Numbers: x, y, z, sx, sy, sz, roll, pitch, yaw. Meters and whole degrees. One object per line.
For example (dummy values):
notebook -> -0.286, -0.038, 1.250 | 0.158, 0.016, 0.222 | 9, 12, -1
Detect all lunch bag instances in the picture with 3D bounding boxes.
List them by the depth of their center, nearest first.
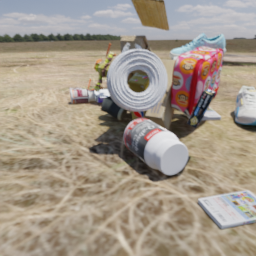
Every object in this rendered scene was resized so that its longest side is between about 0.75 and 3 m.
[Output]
lunch bag -> 2.447, -1.561, 9.981 | 1.076, 2.313, 2.626 | 20, 34, 29

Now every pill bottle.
pill bottle -> 0.709, 0.470, 7.469 | 1.047, 1.047, 1.807 | -10, 23, -26
pill bottle -> -2.258, -1.576, 13.903 | 1.175, 0.671, 0.671 | -5, 20, -14

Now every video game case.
video game case -> 2.177, 1.619, 5.650 | 1.238, 0.112, 0.886 | -5, 20, -15
video game case -> 3.089, -0.662, 12.082 | 1.262, 0.159, 1.762 | -1, 20, -2

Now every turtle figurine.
turtle figurine -> -0.844, -2.767, 13.274 | 2.070, 2.567, 0.827 | 23, -7, 22

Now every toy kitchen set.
toy kitchen set -> 0.275, -1.622, 10.060 | 2.719, 2.453, 2.218 | 10, -22, 26

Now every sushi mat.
sushi mat -> 0.729, -3.507, 8.667 | 0.999, 0.126, 2.088 | 17, 2, 13

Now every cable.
cable -> 0.281, -1.332, 7.968 | 1.776, 1.776, 0.615 | 35, -1, -12

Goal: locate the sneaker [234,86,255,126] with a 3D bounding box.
sneaker -> 4.844, -0.867, 11.113 | 1.128, 1.191, 2.948 | 4, 21, 8

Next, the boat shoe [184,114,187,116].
boat shoe -> 2.723, -0.855, 11.720 | 0.497, 0.468, 1.385 | 9, 20, 29

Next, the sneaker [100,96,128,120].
sneaker -> -0.303, -1.266, 11.445 | 1.014, 0.714, 1.908 | 23, 57, 14

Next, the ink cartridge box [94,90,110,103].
ink cartridge box -> -0.717, -1.638, 14.406 | 1.981, 0.434, 2.000 | -7, 18, -18

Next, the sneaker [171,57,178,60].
sneaker -> 2.113, -2.218, 11.030 | 0.636, 1.797, 0.656 | 6, 62, 24

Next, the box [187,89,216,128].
box -> 1.883, -0.523, 7.141 | 0.256, 0.883, 1.111 | 28, 19, 15

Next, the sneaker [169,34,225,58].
sneaker -> 2.675, -3.215, 10.892 | 2.175, 0.891, 0.804 | -9, 30, -1

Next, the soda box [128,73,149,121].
soda box -> 0.492, -0.947, 9.988 | 0.620, 1.937, 0.656 | 15, 46, 25
